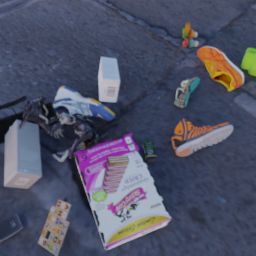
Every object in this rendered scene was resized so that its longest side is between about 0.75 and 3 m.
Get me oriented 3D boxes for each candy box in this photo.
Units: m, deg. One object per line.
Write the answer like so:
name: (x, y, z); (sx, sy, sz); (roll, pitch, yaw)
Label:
candy box: (-0.262, 1.856, 8.613); (2.031, 0.909, 2.979); (-19, 62, -12)

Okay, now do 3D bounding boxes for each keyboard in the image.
keyboard: (-3.892, -0.382, 9.862); (2.548, 1.619, 0.262); (-21, 43, -14)

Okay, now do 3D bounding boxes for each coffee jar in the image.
coffee jar: (0.756, 0.862, 9.756); (0.395, 0.323, 0.758); (-6, 57, -5)

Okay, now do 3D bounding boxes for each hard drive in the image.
hard drive: (-3.611, 3.011, 8.390); (0.831, 0.176, 0.560); (-29, 61, -18)

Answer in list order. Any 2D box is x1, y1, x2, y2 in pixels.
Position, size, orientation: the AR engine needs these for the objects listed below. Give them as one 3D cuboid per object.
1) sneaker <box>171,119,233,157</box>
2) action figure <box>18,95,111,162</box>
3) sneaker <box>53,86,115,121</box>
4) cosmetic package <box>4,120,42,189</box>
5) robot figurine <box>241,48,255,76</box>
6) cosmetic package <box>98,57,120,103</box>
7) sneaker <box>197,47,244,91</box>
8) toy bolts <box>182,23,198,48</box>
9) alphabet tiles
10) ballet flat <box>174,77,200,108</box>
sneaker: (2.449, 0.067, 9.735); (2.112, 0.819, 1.183); (-23, 53, 8)
action figure: (-2.123, 0.123, 9.485); (2.981, 1.521, 1.771); (28, 17, -29)
sneaker: (-1.674, -0.650, 10.518); (2.366, 0.891, 1.043); (24, 83, 10)
cosmetic package: (-3.472, 0.856, 9.175); (0.895, 1.061, 1.986); (18, 47, -37)
robot figurine: (5.855, -2.628, 11.574); (2.116, 1.224, 1.857); (21, 42, 15)
cosmetic package: (-0.759, -1.861, 10.619); (0.695, 0.954, 1.877); (4, 36, -13)
sneaker: (3.721, -2.566, 11.741); (0.954, 0.903, 2.474); (-29, 60, -18)
toy bolts: (2.943, -4.237, 12.941); (0.701, 0.966, 1.011); (5, 74, -4)
alphabet tiles: (-2.051, 2.773, 7.971); (1.128, 0.051, 1.349); (1, 67, 48)
ballet flat: (2.302, -1.516, 11.258); (0.632, 0.569, 1.679); (21, 62, 22)
